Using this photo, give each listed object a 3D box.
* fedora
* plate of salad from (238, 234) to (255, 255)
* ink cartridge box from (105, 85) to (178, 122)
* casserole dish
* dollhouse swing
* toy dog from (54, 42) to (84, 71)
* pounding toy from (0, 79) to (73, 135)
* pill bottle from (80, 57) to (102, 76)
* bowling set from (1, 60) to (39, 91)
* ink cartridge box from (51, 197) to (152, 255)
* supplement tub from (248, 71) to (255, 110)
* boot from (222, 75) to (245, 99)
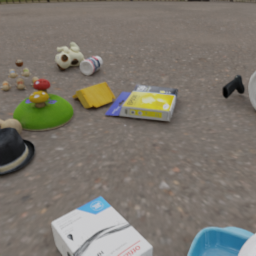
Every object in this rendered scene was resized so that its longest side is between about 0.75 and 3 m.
[{"bbox_3d":[-3.367,0.518,7.547,1.707,0.779,1.707,0,30,0],"label":"fedora"},{"bbox_3d":[2.714,2.631,3.574,2.903,0.697,2.903,7,38,-6],"label":"plate of salad"},{"bbox_3d":[0.579,-1.023,10.477,2.325,0.546,2.298,9,30,12],"label":"ink cartridge box"},{"bbox_3d":[1.536,2.620,4.196,1.565,0.501,2.584,13,32,22],"label":"casserole dish"},{"bbox_3d":[-1.410,-1.142,10.997,1.217,1.070,1.106,-25,80,-37],"label":"dollhouse swing"},{"bbox_3d":[-3.122,-3.514,14.492,1.510,1.086,1.557,44,38,3],"label":"toy dog"},{"bbox_3d":[-3.189,-0.824,9.419,2.651,1.230,2.046,-23,37,-34],"label":"pounding toy"},{"bbox_3d":[-1.792,-3.132,13.909,0.738,0.738,1.233,11,31,18],"label":"pill bottle"},{"bbox_3d":[-4.702,-2.245,12.037,1.687,1.174,0.905,-14,34,-16],"label":"bowling set"},{"bbox_3d":[-0.361,2.161,4.827,1.118,0.654,1.927,-22,37,-33],"label":"ink cartridge box"},{"bbox_3d":[6.052,-1.484,9.969,2.995,1.835,1.835,-10,31,-18],"label":"supplement tub"},{"bbox_3d":[4.177,-1.479,11.108,1.062,0.875,0.348,-42,28,-28],"label":"boot"}]
